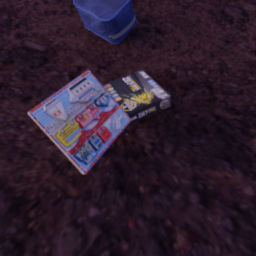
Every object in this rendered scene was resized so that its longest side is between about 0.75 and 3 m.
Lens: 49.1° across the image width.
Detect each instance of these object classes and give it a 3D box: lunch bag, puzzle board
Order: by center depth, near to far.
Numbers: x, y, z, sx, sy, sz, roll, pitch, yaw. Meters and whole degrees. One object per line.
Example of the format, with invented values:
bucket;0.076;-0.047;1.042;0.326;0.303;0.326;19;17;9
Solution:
puzzle board;-1.019;-0.282;7.007;1.847;0.213;2.451;50;41;-10
lunch bag;-0.965;-4.747;11.609;2.475;1.638;1.682;38;79;24

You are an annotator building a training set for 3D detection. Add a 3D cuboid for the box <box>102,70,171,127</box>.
box;0.207;-1.046;9.207;1.643;0.500;2.038;-22;42;-11
